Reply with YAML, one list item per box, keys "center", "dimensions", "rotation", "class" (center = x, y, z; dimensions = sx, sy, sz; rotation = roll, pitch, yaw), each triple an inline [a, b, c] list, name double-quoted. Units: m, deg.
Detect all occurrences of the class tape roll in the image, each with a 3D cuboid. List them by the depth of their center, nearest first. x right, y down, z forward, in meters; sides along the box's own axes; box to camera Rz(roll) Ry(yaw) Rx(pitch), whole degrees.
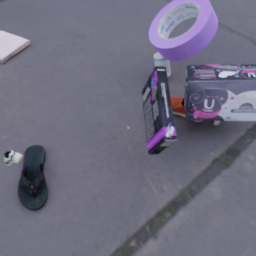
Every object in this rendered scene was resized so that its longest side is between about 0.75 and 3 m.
- center: [1.928, -3.573, 10.002]
  dimensions: [2.340, 0.768, 2.340]
  rotation: [-18, 56, 29]
  class: "tape roll"

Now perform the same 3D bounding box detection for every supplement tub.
- center: [1.342, -2.484, 11.032]
  dimensions: [0.592, 0.898, 0.592]
  rotation: [-9, 34, 6]
  class: "supplement tub"

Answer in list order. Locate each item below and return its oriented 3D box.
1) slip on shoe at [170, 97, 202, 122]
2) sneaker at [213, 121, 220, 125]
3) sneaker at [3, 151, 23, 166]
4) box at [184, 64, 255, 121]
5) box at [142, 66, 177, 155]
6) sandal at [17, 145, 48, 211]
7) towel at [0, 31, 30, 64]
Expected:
- center: [1.780, -0.852, 9.998]
  dimensions: [2.114, 0.647, 0.783]
  rotation: [19, 44, 13]
  class: "slip on shoe"
- center: [3.412, -0.600, 9.931]
  dimensions: [0.608, 0.523, 1.436]
  rotation: [18, 50, 18]
  class: "sneaker"
- center: [-2.987, 0.728, 7.077]
  dimensions: [0.812, 0.356, 0.307]
  rotation: [-19, 41, 42]
  class: "sneaker"
- center: [2.911, -1.077, 8.749]
  dimensions: [2.203, 1.456, 1.264]
  rotation: [1, 34, 9]
  class: "box"
- center: [0.818, -0.449, 7.927]
  dimensions: [0.384, 1.520, 2.126]
  rotation: [-2, 72, -13]
  class: "box"
- center: [-2.851, 1.354, 8.255]
  dimensions: [0.837, 0.533, 2.228]
  rotation: [-10, 50, -9]
  class: "sandal"
- center: [-5.752, -3.730, 12.768]
  dimensions: [1.857, 0.299, 1.774]
  rotation: [23, 54, 19]
  class: "towel"
